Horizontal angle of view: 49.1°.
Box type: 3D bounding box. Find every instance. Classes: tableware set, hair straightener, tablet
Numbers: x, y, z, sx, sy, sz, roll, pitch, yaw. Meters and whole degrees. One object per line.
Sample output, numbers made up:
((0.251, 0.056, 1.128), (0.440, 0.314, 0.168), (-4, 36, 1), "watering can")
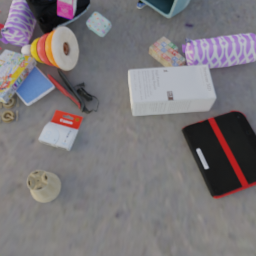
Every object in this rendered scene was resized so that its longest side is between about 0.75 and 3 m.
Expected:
((-4.263, -0.682, 9.945), (0.692, 0.210, 1.048), (-7, 65, -3), "tableware set")
((-1.842, -1.381, 10.097), (0.925, 0.492, 2.403), (-41, 67, -17), "hair straightener")
((-3.704, -1.710, 10.397), (1.217, 0.128, 1.871), (-39, 64, -16), "tablet")

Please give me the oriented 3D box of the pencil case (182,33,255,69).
((3.449, -2.881, 10.534), (2.756, 1.157, 1.178), (-5, 34, -4), "pencil case")

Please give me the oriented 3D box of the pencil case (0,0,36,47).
((-4.299, -4.493, 11.312), (1.121, 1.100, 2.622), (-8, 60, 27), "pencil case")

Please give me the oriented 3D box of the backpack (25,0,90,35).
((-2.692, -5.005, 10.992), (2.401, 1.958, 1.846), (-29, 26, -7), "backpack")

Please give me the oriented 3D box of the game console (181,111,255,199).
((3.265, 0.771, 9.222), (2.290, 0.402, 2.589), (-19, 66, -4), "game console")

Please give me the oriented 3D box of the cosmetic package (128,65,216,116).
((1.463, -1.306, 9.795), (2.810, 1.040, 1.428), (-6, 65, -1), "cosmetic package")

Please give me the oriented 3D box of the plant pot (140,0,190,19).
((1.855, -6.261, 11.481), (2.265, 2.259, 2.307), (40, 48, 17), "plant pot")

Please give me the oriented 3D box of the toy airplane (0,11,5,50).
((-5.888, -3.774, 11.083), (2.558, 0.470, 2.558), (5, 62, -9), "toy airplane")

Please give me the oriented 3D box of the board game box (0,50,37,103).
((-4.499, -1.932, 10.304), (1.348, 0.343, 2.005), (17, 63, 16), "board game box")

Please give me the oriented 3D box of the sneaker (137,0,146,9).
((0.709, -5.503, 12.122), (0.318, 0.361, 0.809), (40, 70, 17), "sneaker")

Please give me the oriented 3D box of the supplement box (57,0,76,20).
((-1.944, -4.031, 8.914), (0.516, 0.999, 0.506), (16, 64, -8), "supplement box")

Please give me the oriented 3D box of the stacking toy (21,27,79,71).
((-3.095, -2.944, 10.585), (2.127, 1.554, 1.554), (4, 64, 22), "stacking toy")

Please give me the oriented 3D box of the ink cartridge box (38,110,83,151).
((-2.272, 0.020, 9.563), (1.063, 0.314, 1.328), (15, 67, 7), "ink cartridge box")

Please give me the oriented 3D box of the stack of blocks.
((1.568, -2.820, 10.840), (0.788, 0.401, 1.368), (-40, 71, -17), "stack of blocks")

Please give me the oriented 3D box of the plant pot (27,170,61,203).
((-2.603, 1.689, 8.469), (0.963, 0.882, 0.963), (0, 65, 0), "plant pot")

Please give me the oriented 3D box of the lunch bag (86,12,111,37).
((-1.143, -3.972, 10.783), (0.872, 0.336, 0.699), (38, 94, 8), "lunch bag")
